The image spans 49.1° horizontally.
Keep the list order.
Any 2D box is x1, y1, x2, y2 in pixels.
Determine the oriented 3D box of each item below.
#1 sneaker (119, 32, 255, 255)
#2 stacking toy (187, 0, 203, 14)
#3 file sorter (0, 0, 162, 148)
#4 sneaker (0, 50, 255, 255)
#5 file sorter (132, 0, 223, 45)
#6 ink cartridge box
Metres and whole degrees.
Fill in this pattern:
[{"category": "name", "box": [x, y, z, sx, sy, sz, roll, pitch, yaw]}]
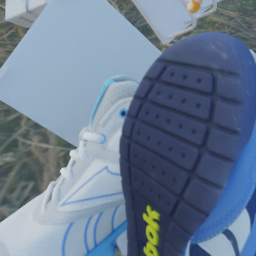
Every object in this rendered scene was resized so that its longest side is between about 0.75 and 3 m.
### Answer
[{"category": "sneaker", "box": [0.407, 0.396, 1.541, 0.735, 1.788, 0.661, -16, 32, -29]}, {"category": "stacking toy", "box": [1.419, -3.185, 5.508, 0.998, 1.819, 1.056, 8, 9, -11]}, {"category": "file sorter", "box": [-0.420, -0.637, 4.071, 1.590, 2.291, 1.427, -52, 25, 4]}, {"category": "sneaker", "box": [-0.132, 0.285, 2.290, 2.892, 1.253, 1.084, -27, 21, 1]}, {"category": "file sorter", "box": [1.724, -3.945, 6.945, 2.958, 2.053, 1.842, -43, 17, -9]}, {"category": "ink cartridge box", "box": [-1.622, -2.565, 5.532, 1.305, 0.944, 0.961, 1, -1, 36]}]
